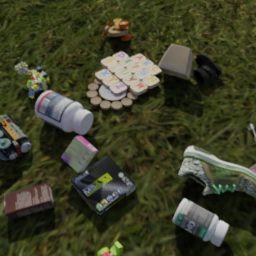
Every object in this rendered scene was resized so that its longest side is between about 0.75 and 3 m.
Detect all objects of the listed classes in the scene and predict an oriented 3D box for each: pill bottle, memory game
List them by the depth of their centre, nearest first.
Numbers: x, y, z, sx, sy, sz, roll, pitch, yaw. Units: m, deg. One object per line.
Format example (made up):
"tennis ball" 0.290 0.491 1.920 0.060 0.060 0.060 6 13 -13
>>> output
"pill bottle" 2.111 2.769 8.199 1.432 0.810 0.810 25 54 21
"pill bottle" -2.415 -0.528 10.731 2.020 1.208 1.208 24 54 19
"memory game" -0.673 -1.590 12.297 2.300 0.147 2.300 1 48 -1

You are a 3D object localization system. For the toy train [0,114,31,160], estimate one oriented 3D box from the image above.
"toy train" -4.466 0.316 10.305 1.169 0.874 2.051 -30 55 -34

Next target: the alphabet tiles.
"alphabet tiles" 0.036 -2.583 12.943 2.778 0.207 2.840 -29 56 -26

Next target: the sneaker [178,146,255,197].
"sneaker" 2.927 1.765 9.057 2.930 1.127 1.298 24 66 26

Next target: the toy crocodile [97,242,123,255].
"toy crocodile" -0.900 3.720 7.571 1.745 0.539 0.589 -24 54 -19

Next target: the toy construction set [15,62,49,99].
"toy construction set" -4.208 -2.175 12.446 1.198 0.841 1.826 -30 67 -23

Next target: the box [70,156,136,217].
"box" -0.814 1.869 9.247 1.592 0.378 1.537 -32 59 -24

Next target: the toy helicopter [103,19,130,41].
"toy helicopter" -0.675 -5.483 15.360 1.468 0.875 2.219 -9 39 5

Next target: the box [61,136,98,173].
"box" -1.592 0.860 9.188 0.785 0.432 0.893 39 102 13

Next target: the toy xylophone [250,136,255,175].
"toy xylophone" 5.491 1.104 9.512 2.911 0.731 2.131 -9 60 -9

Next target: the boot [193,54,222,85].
"boot" 3.396 -2.743 12.990 1.220 0.614 1.632 -27 55 -21

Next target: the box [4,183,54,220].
"box" -3.096 2.301 8.800 1.390 0.521 0.696 -12 51 -12

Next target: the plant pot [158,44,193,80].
"plant pot" 2.227 -2.955 12.442 1.309 1.310 1.160 21 95 17

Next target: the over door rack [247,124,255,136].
"over door rack" 5.324 0.364 10.438 1.142 0.515 1.545 -4 50 -5
